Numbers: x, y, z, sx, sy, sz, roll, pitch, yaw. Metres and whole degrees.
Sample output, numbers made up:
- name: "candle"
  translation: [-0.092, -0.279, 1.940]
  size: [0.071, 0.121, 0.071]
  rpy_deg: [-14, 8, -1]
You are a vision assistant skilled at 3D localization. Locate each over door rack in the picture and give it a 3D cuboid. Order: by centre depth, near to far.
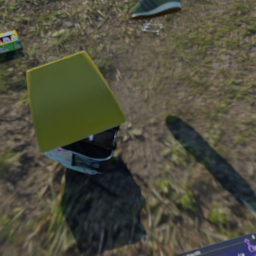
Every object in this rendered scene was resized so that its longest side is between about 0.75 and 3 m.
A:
- name: "over door rack"
  translation: [1.165, -4.903, 13.551]
  size: [0.874, 0.291, 0.646]
  rpy_deg: [17, 55, 13]

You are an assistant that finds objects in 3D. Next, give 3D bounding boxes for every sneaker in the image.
- name: "sneaker"
  translation: [0.895, -4.425, 9.678]
  size: [0.789, 1.057, 2.354]
  rpy_deg: [-10, 14, -39]

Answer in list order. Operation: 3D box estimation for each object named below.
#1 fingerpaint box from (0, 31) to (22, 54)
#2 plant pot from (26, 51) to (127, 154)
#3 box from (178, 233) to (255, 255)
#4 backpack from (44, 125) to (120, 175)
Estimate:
- name: "fingerpaint box"
  translation: [-5.500, -3.891, 12.680]
  size: [1.106, 0.406, 0.923]
  rpy_deg: [-21, 55, -16]
- name: "plant pot"
  translation: [-1.208, -0.666, 6.032]
  size: [1.777, 1.567, 1.777]
  rpy_deg: [-21, 13, -4]
- name: "box"
  translation: [2.327, 3.527, 6.638]
  size: [2.032, 0.801, 1.434]
  rpy_deg: [-12, 50, -9]
- name: "backpack"
  translation: [-1.495, 0.333, 8.515]
  size: [2.109, 1.588, 1.872]
  rpy_deg: [17, 49, -11]
